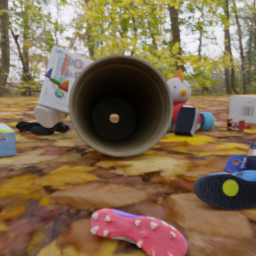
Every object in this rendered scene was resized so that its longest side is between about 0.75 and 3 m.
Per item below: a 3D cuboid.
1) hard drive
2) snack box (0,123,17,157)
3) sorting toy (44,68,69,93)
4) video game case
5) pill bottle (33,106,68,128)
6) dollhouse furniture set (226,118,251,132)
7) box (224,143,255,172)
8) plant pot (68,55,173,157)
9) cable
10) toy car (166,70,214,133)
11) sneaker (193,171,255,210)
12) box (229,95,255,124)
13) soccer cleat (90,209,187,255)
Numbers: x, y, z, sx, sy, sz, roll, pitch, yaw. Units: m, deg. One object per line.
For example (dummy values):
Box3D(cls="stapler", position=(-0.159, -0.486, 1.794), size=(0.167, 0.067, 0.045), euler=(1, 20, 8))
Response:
Box3D(cls="hard drive", position=(2.358, -0.293, 11.392), size=(0.873, 1.294, 0.274), euler=(7, -26, 23))
Box3D(cls="snack box", position=(-4.631, 0.389, 8.555), size=(1.924, 0.772, 2.281), euler=(-6, 10, -32))
Box3D(cls="sorting toy", position=(-2.308, -1.624, 9.334), size=(0.413, 0.410, 1.192), euler=(23, -10, 28))
Box3D(cls="video game case", position=(-2.014, -1.624, 10.533), size=(2.197, 2.414, 0.286), euler=(17, -21, -25))
Box3D(cls="pill bottle", position=(-2.789, -0.949, 11.307), size=(1.148, 1.148, 2.009), euler=(5, 38, 28))
Box3D(cls="dollhouse furniture set", position=(5.177, -0.174, 12.899), size=(1.284, 0.522, 0.691), euler=(-7, 11, -37))
Box3D(cls="box", position=(4.019, 0.818, 6.857), size=(2.998, 0.486, 1.816), euler=(3, 9, 27))
Box3D(cls="plant pot", position=(-0.323, -0.506, 8.975), size=(2.941, 2.941, 2.552), euler=(-1, -7, -8))
Box3D(cls="cable", position=(-3.759, -0.093, 12.254), size=(2.262, 0.575, 1.846), euler=(2, 9, 15))
Box3D(cls="toy car", position=(2.319, -1.280, 12.770), size=(2.533, 2.748, 2.431), euler=(-3, 10, -15))
Box3D(cls="sneaker", position=(2.001, 1.077, 5.043), size=(1.828, 0.603, 0.717), euler=(-1, -3, -8))
Box3D(cls="box", position=(7.223, -1.080, 15.635), size=(2.085, 1.456, 2.738), euler=(8, 12, 43))
Box3D(cls="soccer cleat", position=(0.136, 1.345, 3.706), size=(1.355, 0.452, 0.518), euler=(5, -3, 25))
